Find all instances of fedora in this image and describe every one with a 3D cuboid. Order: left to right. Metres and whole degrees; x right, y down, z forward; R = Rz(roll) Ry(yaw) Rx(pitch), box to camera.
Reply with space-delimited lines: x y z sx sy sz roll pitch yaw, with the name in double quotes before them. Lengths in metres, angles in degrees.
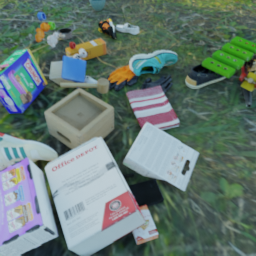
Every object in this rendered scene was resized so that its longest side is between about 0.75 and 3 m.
"fedora" -2.949 -4.443 13.286 0.835 0.377 0.739 13 46 20

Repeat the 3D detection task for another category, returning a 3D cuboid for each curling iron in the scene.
"curling iron" 4.539 -1.852 10.617 0.368 0.713 2.877 24 54 -3

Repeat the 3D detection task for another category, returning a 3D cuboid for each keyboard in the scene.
"keyboard" -0.061 1.717 7.500 1.819 0.187 1.156 -12 54 -13

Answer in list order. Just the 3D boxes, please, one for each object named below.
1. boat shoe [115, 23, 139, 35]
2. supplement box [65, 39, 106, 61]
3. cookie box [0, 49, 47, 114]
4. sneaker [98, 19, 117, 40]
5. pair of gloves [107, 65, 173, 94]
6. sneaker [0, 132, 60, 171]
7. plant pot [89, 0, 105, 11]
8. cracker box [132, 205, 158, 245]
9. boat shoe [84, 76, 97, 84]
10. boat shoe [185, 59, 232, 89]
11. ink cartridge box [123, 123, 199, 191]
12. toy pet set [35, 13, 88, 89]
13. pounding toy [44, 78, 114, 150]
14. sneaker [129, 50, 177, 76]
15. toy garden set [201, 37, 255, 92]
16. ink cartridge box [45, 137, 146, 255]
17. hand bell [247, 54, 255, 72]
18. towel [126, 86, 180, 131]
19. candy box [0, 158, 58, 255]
"boat shoe" -0.034 -4.924 13.714 1.234 0.428 0.437 16 48 15
"supplement box" -1.802 -3.314 12.072 1.702 0.566 0.585 -24 50 -22
"cookie box" -3.779 -1.626 9.717 0.664 1.511 1.766 1 44 23
"sneaker" -1.023 -4.657 13.415 0.758 0.589 1.684 -14 44 -3
"pair of gloves" 0.426 -1.789 10.802 2.342 0.290 2.086 31 53 25
"sneaker" -3.151 0.850 8.056 2.349 0.827 1.098 15 73 3
"plant pot" -1.668 -6.835 15.423 0.895 0.603 0.895 -1 43 1
"cracker box" 0.334 2.354 6.842 0.541 0.233 0.808 -14 48 -13
"boat shoe" -1.596 -1.860 10.865 0.847 0.283 0.312 12 47 11
"boat shoe" 3.261 -2.276 10.948 2.419 0.753 0.903 -25 50 -25
"ink cartridge box" 0.990 0.874 8.220 1.855 0.465 1.493 31 54 1
"toy pet set" -2.160 -2.716 10.233 1.248 2.350 2.194 -2 78 20
"pounding toy" -1.424 -0.578 9.028 2.107 1.097 2.398 31 53 23
"sneaker" 1.066 -2.502 11.197 2.081 0.806 0.829 -16 60 -16
"toy garden set" 4.384 -2.408 10.662 2.152 0.515 2.582 35 56 28
"ink cartridge box" -0.853 1.589 6.799 1.676 0.946 2.283 -29 51 -3
"hand bell" 6.035 -2.280 11.007 2.221 1.157 1.157 27 51 8
"towel" 0.829 -0.670 9.606 1.324 0.209 1.838 -13 55 -13
"candy box" -2.975 2.040 6.405 2.249 0.805 1.887 -26 51 -4
